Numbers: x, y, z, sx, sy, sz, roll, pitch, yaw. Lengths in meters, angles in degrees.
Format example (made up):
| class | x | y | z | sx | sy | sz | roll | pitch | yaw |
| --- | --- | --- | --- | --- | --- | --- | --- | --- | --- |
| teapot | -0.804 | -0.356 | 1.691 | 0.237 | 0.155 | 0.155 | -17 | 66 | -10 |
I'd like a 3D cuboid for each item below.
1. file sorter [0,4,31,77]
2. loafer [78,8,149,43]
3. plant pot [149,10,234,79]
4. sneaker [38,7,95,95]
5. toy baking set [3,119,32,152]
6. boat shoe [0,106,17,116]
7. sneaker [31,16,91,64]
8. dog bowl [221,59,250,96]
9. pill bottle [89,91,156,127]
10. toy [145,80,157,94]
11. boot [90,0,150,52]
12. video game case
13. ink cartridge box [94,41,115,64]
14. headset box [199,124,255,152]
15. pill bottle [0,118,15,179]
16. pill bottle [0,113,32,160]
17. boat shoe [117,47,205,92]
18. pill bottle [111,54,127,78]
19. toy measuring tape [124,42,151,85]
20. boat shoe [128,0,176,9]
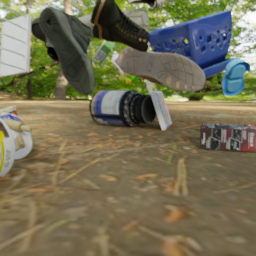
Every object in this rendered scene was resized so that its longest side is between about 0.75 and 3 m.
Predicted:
| class | x | y | z | sx | sy | sz | roll | pitch | yaw |
| --- | --- | --- | --- | --- | --- | --- | --- | --- | --- |
| file sorter | -4.046 | -2.762 | 8.968 | 1.329 | 1.915 | 1.192 | -1 | -5 | 29 |
| loafer | -0.680 | -3.329 | 9.357 | 2.784 | 0.972 | 0.974 | 0 | 26 | 16 |
| plant pot | 2.656 | -3.211 | 11.496 | 2.550 | 2.292 | 2.549 | -25 | 18 | -28 |
| sneaker | -0.965 | -1.522 | 5.581 | 0.676 | 1.769 | 1.014 | -31 | -4 | 33 |
| toy baking set | -2.890 | 0.261 | 5.825 | 1.814 | 0.211 | 1.393 | 16 | 47 | 36 |
| boat shoe | -6.521 | -0.540 | 12.916 | 2.672 | 0.836 | 0.951 | -6 | 11 | -30 |
| sneaker | -2.986 | -3.406 | 10.635 | 2.853 | 1.067 | 1.515 | 19 | 54 | 26 |
| dog bowl | 3.632 | -1.733 | 9.586 | 0.782 | 1.403 | 0.348 | -9 | 45 | -7 |
| pill bottle | -0.232 | -0.860 | 12.417 | 2.831 | 1.583 | 1.583 | 6 | 9 | 36 |
| toy | 0.693 | -2.678 | 13.005 | 0.554 | 2.345 | 1.350 | -16 | 11 | 23 |
| boot | -0.050 | -2.435 | 6.463 | 1.458 | 0.816 | 2.107 | 20 | 1 | -4 |
| video game case | 1.450 | -0.791 | 12.021 | 0.200 | 1.586 | 2.216 | -17 | 3 | 16 |
| ink cartridge box | -0.985 | -3.384 | 12.011 | 0.427 | 0.748 | 1.441 | 35 | 29 | -15 |
| headset box | 2.790 | 0.239 | 7.651 | 1.566 | 0.605 | 1.165 | 3 | 8 | 17 |
| pill bottle | -2.678 | 0.429 | 3.663 | 1.232 | 1.232 | 2.255 | 2 | 8 | 16 |
| pill bottle | -2.839 | 0.195 | 6.797 | 0.842 | 0.842 | 1.456 | -4 | 18 | -31 |
| boat shoe | 1.110 | -1.929 | 9.247 | 2.908 | 1.101 | 1.044 | 21 | 6 | 7 |
| pill bottle | -0.337 | -3.512 | 15.700 | 0.816 | 0.816 | 1.430 | -5 | 41 | -32 |
| toy measuring tape | 0.379 | -3.362 | 14.510 | 0.907 | 2.466 | 0.907 | 22 | -10 | 4 |
| boat shoe | 0.787 | -4.009 | 8.665 | 1.903 | 0.622 | 0.700 | -7 | 6 | -25 |
